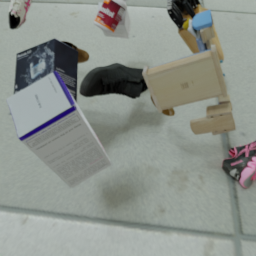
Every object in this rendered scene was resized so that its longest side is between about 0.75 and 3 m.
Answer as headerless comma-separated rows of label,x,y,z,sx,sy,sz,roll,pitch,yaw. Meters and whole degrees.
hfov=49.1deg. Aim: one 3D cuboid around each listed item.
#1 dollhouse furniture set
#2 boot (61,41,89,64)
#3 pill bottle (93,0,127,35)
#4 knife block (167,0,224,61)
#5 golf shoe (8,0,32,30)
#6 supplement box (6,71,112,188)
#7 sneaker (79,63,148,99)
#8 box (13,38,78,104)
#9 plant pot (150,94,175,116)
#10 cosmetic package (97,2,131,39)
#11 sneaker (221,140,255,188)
dollhouse furniture set,1.796,-1.533,7.997,1.771,2.562,2.714,-12,34,23
boot,-2.160,-2.986,11.037,1.742,0.657,0.641,3,78,-44
pill bottle,-0.549,-3.970,9.509,0.778,1.377,0.778,28,12,-7
knife block,2.466,-3.650,10.477,0.923,2.886,2.534,-15,9,36
golf shoe,-3.917,-4.371,10.110,0.649,1.788,0.823,18,41,-15
supplement box,-1.405,0.158,6.194,1.219,2.358,1.193,-31,52,-4
sneaker,-0.182,-1.485,9.315,1.514,0.872,2.903,29,36,17
box,-2.484,-1.492,8.444,1.720,1.027,1.749,-8,76,31
plant pot,1.067,-0.740,8.987,0.144,1.050,1.050,-44,57,-10
cosmetic package,-0.525,-4.204,11.134,1.073,0.754,2.116,7,5,3
sneaker,4.104,0.829,9.459,2.577,1.018,1.229,-35,44,-31
